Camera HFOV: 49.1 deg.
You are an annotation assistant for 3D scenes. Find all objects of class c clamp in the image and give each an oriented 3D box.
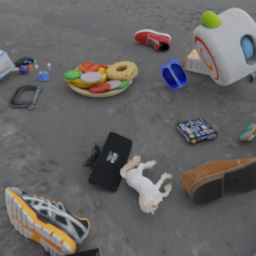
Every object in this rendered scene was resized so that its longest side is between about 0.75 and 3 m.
[{"bbox_3d":[-3.896,-1.233,11.170,1.569,0.249,1.837,-8,39,-3],"label":"c clamp"}]

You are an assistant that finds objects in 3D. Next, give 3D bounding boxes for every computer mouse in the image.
[{"bbox_3d":[-5.124,-3.134,13.572,1.347,0.310,0.946,-27,44,-31],"label":"computer mouse"}]

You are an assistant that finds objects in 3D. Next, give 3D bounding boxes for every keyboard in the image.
[{"bbox_3d":[-0.626,0.944,8.272,1.134,0.432,2.180,26,38,-4],"label":"keyboard"}]

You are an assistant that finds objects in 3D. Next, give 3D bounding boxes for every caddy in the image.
[{"bbox_3d":[1.889,-2.204,11.588,0.891,1.261,0.662,-28,33,18],"label":"caddy"}]

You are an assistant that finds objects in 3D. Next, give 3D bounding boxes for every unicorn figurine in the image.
[{"bbox_3d":[0.521,1.490,7.196,1.310,0.704,1.907,-27,34,-34],"label":"unicorn figurine"}]

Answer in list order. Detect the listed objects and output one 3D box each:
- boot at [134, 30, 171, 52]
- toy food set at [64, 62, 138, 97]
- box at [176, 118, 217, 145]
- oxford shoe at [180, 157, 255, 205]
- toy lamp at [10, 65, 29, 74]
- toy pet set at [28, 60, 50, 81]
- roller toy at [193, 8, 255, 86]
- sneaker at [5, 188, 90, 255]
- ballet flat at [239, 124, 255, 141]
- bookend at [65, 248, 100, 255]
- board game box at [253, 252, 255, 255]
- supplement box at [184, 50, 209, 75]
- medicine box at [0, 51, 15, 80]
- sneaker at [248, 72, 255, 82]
[{"bbox_3d":[1.273,-4.735,15.370,2.082,0.754,1.502,9,39,6],"label":"boot"},{"bbox_3d":[-1.163,-2.159,11.924,2.864,0.697,2.834,13,38,17],"label":"toy food set"},{"bbox_3d":[2.258,0.084,9.330,1.008,0.252,1.016,-14,35,-14],"label":"box"},{"bbox_3d":[2.705,1.131,7.395,2.803,1.000,0.999,-9,28,-16],"label":"oxford shoe"},{"bbox_3d":[-5.313,-2.659,12.894,1.416,0.412,0.412,-4,37,-1],"label":"toy lamp"},{"bbox_3d":[-3.850,-2.519,12.338,0.887,0.829,0.471,-11,30,-14],"label":"toy pet set"},{"bbox_3d":[3.990,-3.164,11.032,1.995,2.856,2.605,-28,73,7],"label":"roller toy"},{"bbox_3d":[-1.905,2.022,6.381,2.344,0.917,0.905,28,36,23],"label":"sneaker"},{"bbox_3d":[3.984,0.198,9.127,0.339,0.369,1.076,50,50,4],"label":"ballet flat"},{"bbox_3d":[-1.100,3.119,5.014,1.447,0.667,1.438,-9,39,-13],"label":"bookend"},{"bbox_3d":[3.751,2.855,5.553,2.081,0.428,2.076,-31,47,-34],"label":"board game box"},{"bbox_3d":[3.722,-3.043,13.140,1.817,0.668,1.145,18,41,21],"label":"supplement box"},{"bbox_3d":[-6.182,-2.680,12.130,1.733,0.892,1.579,24,61,27],"label":"medicine box"},{"bbox_3d":[5.606,-2.290,12.478,0.359,0.305,0.821,12,38,7],"label":"sneaker"}]
